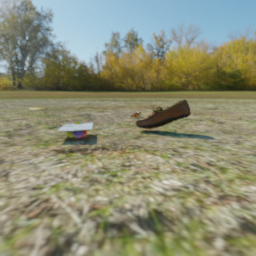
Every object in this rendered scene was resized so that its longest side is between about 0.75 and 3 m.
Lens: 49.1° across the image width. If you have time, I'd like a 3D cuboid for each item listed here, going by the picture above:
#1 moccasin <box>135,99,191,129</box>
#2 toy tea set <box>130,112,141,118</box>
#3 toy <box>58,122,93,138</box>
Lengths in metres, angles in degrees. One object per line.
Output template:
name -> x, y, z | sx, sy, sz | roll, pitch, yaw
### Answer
moccasin -> 1.266, -0.520, 10.604 | 2.107, 0.813, 0.771 | -21, -12, 18
toy tea set -> 0.520, -0.682, 15.946 | 0.509, 0.317, 0.857 | -31, -9, 36
toy -> -1.701, 0.103, 9.401 | 1.020, 0.418, 1.772 | -3, 10, -5
